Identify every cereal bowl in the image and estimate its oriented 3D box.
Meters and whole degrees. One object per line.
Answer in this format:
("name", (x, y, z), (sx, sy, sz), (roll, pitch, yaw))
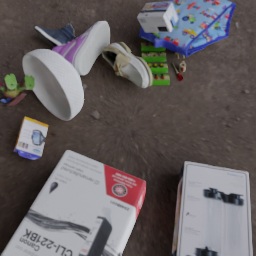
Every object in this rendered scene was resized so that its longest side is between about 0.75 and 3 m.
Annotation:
("cereal bowl", (-2.034, -1.330, 8.150), (2.150, 2.150, 0.895), (37, 58, 21))

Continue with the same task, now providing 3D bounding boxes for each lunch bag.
("lunch bag", (1.938, -3.568, 9.807), (2.818, 1.325, 2.121), (-37, 56, -24))

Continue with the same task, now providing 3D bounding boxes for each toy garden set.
("toy garden set", (1.322, -2.396, 9.850), (1.661, 0.398, 1.992), (-1, 57, -1))

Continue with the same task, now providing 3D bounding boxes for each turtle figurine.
("turtle figurine", (-3.468, -1.546, 8.563), (1.566, 1.162, 1.615), (3, 62, 55))

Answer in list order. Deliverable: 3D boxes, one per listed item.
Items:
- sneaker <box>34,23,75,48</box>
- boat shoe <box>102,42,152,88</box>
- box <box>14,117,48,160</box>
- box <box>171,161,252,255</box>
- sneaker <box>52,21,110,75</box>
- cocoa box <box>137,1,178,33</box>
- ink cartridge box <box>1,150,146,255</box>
("sneaker", (-2.666, -3.566, 10.447), (1.455, 0.553, 1.051), (36, 74, 10))
("boat shoe", (-0.085, -2.018, 9.209), (0.807, 0.882, 2.360), (-17, 46, -24))
("box", (-2.760, 0.338, 7.970), (0.721, 0.251, 1.211), (24, 53, -29))
("box", (1.941, 2.310, 6.576), (1.638, 0.844, 2.808), (8, 58, 5))
("sneaker", (-1.744, -2.950, 9.897), (1.564, 0.994, 2.742), (9, 47, 24))
("cocoa box", (0.972, -3.587, 9.100), (1.041, 0.694, 0.683), (16, 68, 37))
("ink cartridge box", (-1.125, 2.308, 6.338), (2.143, 1.244, 2.970), (20, 60, 12))
